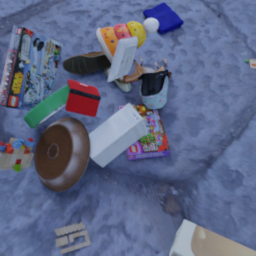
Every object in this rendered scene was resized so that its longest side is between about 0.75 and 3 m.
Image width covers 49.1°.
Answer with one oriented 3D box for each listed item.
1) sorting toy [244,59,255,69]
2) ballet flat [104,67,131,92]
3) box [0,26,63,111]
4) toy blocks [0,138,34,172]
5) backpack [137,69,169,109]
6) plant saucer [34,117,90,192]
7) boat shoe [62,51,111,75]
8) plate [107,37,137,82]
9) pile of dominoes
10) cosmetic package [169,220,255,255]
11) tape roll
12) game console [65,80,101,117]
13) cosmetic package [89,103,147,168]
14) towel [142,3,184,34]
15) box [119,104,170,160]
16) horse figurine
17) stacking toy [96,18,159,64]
[{"bbox_3d":[5.622,-2.889,12.583,0.771,0.113,0.570,9,56,5],"label":"sorting toy"},{"bbox_3d":[-0.427,-2.207,11.843,0.589,0.545,1.747,-33,61,-20],"label":"ballet flat"},{"bbox_3d":[-3.457,-1.975,10.016,0.543,1.864,2.723,18,95,30],"label":"box"},{"bbox_3d":[-3.119,0.687,7.718,0.637,0.871,1.274,31,15,36],"label":"toy blocks"},{"bbox_3d":[0.999,-1.442,10.579,1.241,0.941,1.487,-11,42,22],"label":"backpack"},{"bbox_3d":[-2.266,0.789,8.954,2.453,0.449,2.453,-11,71,33],"label":"plant saucer"},{"bbox_3d":[-1.660,-2.860,12.200,2.326,0.837,0.791,-8,28,-8],"label":"boat shoe"},{"bbox_3d":[-0.118,-2.223,9.162,0.228,1.407,1.410,28,30,14],"label":"plate"},{"bbox_3d":[-1.666,3.269,8.329,0.950,0.151,0.741,-11,55,-17],"label":"pile of dominoes"},{"bbox_3d":[2.459,3.535,7.356,2.611,1.373,0.928,22,58,13],"label":"cosmetic package"},{"bbox_3d":[-2.543,-0.696,9.237,1.880,1.880,0.452,-40,99,-24],"label":"tape roll"},{"bbox_3d":[-1.409,-0.894,8.485,1.018,0.604,0.877,13,34,-33],"label":"game console"},{"bbox_3d":[-0.427,0.283,9.142,2.017,1.138,0.818,-36,64,-5],"label":"cosmetic package"},{"bbox_3d":[1.770,-5.547,14.273,1.402,0.470,1.899,-26,59,-9],"label":"towel"},{"bbox_3d":[0.547,0.087,10.261,1.496,0.428,2.187,-6,55,-9],"label":"box"},{"bbox_3d":[0.879,-2.350,11.635,2.214,0.553,1.467,10,58,-12],"label":"horse figurine"},{"bbox_3d":[0.089,-3.537,10.784,2.309,1.687,1.687,-27,56,12],"label":"stacking toy"}]
